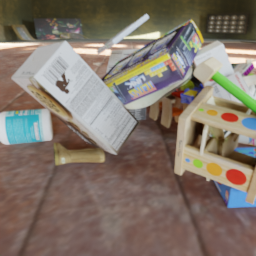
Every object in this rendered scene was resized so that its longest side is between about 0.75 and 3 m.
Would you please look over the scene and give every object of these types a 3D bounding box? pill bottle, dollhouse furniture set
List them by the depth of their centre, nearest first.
[{"bbox_3d":[-3.217,-0.027,8.393,1.777,0.984,0.984,-5,23,-13],"label":"pill bottle"},{"bbox_3d":[2.140,-1.335,10.898,2.931,1.510,2.899,-11,24,-23],"label":"dollhouse furniture set"}]

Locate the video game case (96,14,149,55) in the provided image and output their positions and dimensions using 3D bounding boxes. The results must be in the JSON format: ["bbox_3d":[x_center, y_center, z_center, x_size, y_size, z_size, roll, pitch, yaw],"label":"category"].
[{"bbox_3d":[-0.225,-3.151,9.529,1.624,0.179,1.478,-43,19,-19],"label":"video game case"}]

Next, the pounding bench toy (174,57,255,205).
[{"bbox_3d":[1.947,-0.055,4.999,1.708,2.189,1.360,19,41,28],"label":"pounding bench toy"}]

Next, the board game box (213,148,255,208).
[{"bbox_3d":[3.137,1.044,6.366,2.337,0.526,1.777,-1,22,-2],"label":"board game box"}]

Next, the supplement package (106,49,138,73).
[{"bbox_3d":[0.473,-2.498,12.405,1.742,1.240,2.237,13,1,45],"label":"supplement package"}]

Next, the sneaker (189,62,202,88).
[{"bbox_3d":[2.400,-2.203,10.755,2.283,1.036,0.867,27,22,-50],"label":"sneaker"}]

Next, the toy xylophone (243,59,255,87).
[{"bbox_3d":[4.226,-1.543,8.737,1.769,1.295,0.444,-2,5,5],"label":"toy xylophone"}]

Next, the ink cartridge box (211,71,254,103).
[{"bbox_3d":[2.640,-0.877,7.393,1.031,0.755,0.443,-30,-31,23],"label":"ink cartridge box"}]

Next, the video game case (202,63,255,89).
[{"bbox_3d":[3.422,-1.734,9.771,1.447,0.259,1.311,-45,27,-16],"label":"video game case"}]

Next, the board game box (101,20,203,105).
[{"bbox_3d":[0.511,-1.729,8.112,2.904,0.823,2.400,-19,27,40],"label":"board game box"}]

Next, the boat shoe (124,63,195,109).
[{"bbox_3d":[0.994,-1.404,9.416,2.723,0.973,0.814,-28,-6,29],"label":"boat shoe"}]

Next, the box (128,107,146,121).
[{"bbox_3d":[-0.618,-0.715,10.667,2.163,0.538,1.705,-6,24,-17],"label":"box"}]

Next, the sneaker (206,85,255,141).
[{"bbox_3d":[2.645,-0.484,7.769,1.168,2.031,0.766,32,17,6],"label":"sneaker"}]

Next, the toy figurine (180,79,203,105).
[{"bbox_3d":[2.029,-1.239,9.317,1.073,0.945,1.791,-38,35,-18],"label":"toy figurine"}]

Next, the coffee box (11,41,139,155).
[{"bbox_3d":[-1.195,-0.643,6.747,1.535,2.715,1.084,14,64,51],"label":"coffee box"}]

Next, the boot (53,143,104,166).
[{"bbox_3d":[-1.344,0.687,7.508,1.244,0.411,1.089,-3,23,-17],"label":"boot"}]

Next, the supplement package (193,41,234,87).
[{"bbox_3d":[2.510,-1.624,8.126,0.887,1.462,0.876,-24,18,16],"label":"supplement package"}]

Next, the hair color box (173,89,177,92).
[{"bbox_3d":[0.785,-1.653,10.535,2.014,0.617,1.022,-3,-9,16],"label":"hair color box"}]

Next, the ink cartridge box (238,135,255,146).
[{"bbox_3d":[4.028,-0.280,8.849,2.712,1.123,1.976,10,23,25],"label":"ink cartridge box"}]
